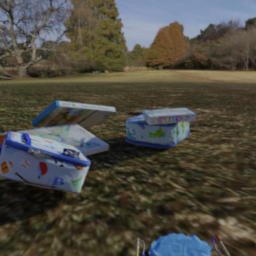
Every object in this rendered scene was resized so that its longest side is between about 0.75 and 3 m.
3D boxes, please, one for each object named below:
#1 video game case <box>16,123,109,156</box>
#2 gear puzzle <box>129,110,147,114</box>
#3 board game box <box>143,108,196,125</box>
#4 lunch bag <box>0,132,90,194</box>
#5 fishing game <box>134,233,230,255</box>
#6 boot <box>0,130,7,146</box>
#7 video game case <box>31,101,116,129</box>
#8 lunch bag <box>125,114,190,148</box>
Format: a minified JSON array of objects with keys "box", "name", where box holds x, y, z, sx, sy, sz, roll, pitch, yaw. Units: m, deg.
[{"box":[-1.942,0.390,8.307,2.063,0.227,1.880,-11,29,-43],"name":"video game case"},{"box":[0.608,-0.820,14.934,1.322,0.173,0.685,3,15,28],"name":"gear puzzle"},{"box":[1.219,-0.367,8.531,1.408,0.241,0.946,-4,15,-7],"name":"board game box"},{"box":[-1.768,0.611,5.636,1.718,0.810,2.144,20,-4,-22],"name":"lunch bag"},{"box":[0.683,1.634,3.638,1.195,0.186,0.856,-4,7,-1],"name":"fishing game"},{"box":[-3.863,0.314,8.803,0.399,0.570,1.063,-9,10,-15],"name":"boot"},{"box":[-1.897,-0.398,9.943,2.444,0.218,1.749,2,-22,-44],"name":"video game case"},{"box":[1.005,-0.004,9.398,1.772,0.909,2.205,8,16,27],"name":"lunch bag"}]
